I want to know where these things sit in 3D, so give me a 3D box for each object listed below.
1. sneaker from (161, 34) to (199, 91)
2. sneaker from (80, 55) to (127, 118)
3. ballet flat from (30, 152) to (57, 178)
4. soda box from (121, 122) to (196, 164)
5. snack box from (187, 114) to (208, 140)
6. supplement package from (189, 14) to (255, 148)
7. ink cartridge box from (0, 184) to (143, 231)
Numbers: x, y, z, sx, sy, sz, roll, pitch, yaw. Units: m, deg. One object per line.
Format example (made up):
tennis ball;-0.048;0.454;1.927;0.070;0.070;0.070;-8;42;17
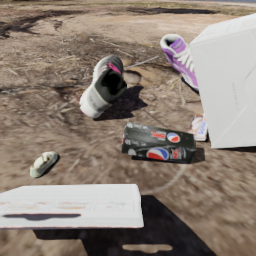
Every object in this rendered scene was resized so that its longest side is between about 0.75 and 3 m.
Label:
sneaker;2.038;-2.168;9.276;2.730;0.989;1.556;44;6;35
sneaker;-0.496;-1.432;8.427;1.153;0.972;2.636;-24;32;37
ballet flat;-1.830;0.721;6.160;0.317;0.293;0.941;6;30;11
soda box;0.665;0.340;6.224;1.571;0.497;0.556;10;42;-3
snack box;1.928;-0.045;7.575;0.478;0.162;1.329;0;27;23
supplement package;3.016;-1.324;6.978;2.004;2.606;2.725;-6;24;29
ink cartridge box;-0.842;1.187;3.698;2.036;0.601;2.544;0;-3;0
